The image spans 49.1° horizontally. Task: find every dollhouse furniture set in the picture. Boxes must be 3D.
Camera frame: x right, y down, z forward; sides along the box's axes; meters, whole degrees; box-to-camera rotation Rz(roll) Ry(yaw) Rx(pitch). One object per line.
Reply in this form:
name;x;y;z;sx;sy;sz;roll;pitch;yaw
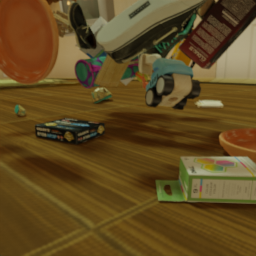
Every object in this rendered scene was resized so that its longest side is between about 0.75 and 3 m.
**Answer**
dollhouse furniture set;-2.591;-3.657;10.319;1.020;0.871;1.968;27;24;-6

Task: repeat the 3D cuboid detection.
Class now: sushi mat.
sushi mat;-0.319;-2.218;9.090;0.982;2.053;0.124;-1;42;-44

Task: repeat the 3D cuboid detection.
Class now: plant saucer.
plant saucer;-2.577;-2.279;6.837;2.392;2.392;0.448;7;23;27
plant saucer;3.691;0.526;7.134;2.649;0.496;2.649;1;13;0

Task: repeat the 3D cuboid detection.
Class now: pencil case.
pencil case;-0.674;-2.154;10.206;2.474;1.053;1.143;-22;6;-39

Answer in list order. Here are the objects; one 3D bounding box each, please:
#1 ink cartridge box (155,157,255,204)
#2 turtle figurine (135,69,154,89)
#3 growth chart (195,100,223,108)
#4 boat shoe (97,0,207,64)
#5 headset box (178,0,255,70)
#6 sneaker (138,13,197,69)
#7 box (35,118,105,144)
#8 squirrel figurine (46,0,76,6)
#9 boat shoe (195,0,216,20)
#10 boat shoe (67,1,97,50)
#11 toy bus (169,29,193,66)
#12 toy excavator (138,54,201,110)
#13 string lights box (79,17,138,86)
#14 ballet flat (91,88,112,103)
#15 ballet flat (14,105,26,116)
ink cartridge box;1.462;0.933;5.214;1.851;0.549;0.961;0;13;2
turtle figurine;0.897;-2.479;10.045;0.889;2.227;2.762;34;5;6
growth chart;4.677;-1.412;16.250;1.596;0.196;2.205;2;13;13
boat shoe;0.671;-2.245;5.735;2.707;0.957;0.862;-25;-40;20
headset box;2.845;-2.999;8.830;1.058;2.739;2.038;43;22;9
sneaker;1.168;-2.708;8.320;0.886;2.285;1.042;42;-7;-1
box;-1.914;0.068;9.263;1.815;0.417;1.443;8;15;31
squirrel figurine;-2.092;-4.137;8.523;1.129;0.856;1.210;-5;16;-24
boat shoe;2.076;-3.720;8.074;0.734;0.814;2.264;36;15;11
boat shoe;-1.602;-3.619;10.040;0.698;0.741;2.063;21;-22;16
toy bus;2.432;-3.306;12.397;0.742;2.281;0.893;24;2;-16
toy excavator;0.737;-1.166;6.003;0.811;1.624;1.579;4;-21;-20
string lights box;-0.609;-3.258;12.279;2.855;1.467;0.842;33;30;-37
ballet flat;-1.685;-2.158;17.876;0.873;0.873;2.470;4;14;16
ballet flat;-5.066;-0.794;13.200;0.460;0.460;1.303;-6;14;-26
